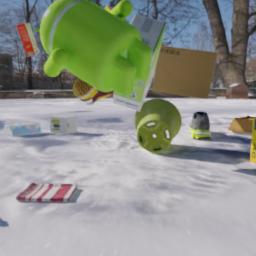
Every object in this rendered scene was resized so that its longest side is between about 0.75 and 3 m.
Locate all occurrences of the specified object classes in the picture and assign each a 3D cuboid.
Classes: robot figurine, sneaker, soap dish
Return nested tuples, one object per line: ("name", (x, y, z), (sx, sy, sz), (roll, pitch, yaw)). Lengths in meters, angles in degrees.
("robot figurine", (-0.761, -1.777, 5.973), (2.578, 2.262, 1.491), (36, -24, 15))
("sneaker", (3.144, -0.208, 12.102), (0.962, 1.054, 2.603), (1, 9, 7))
("soap dish", (5.476, -0.081, 12.238), (1.491, 0.770, 1.896), (8, 11, 43))
("sneaker", (-0.730, -1.951, 10.468), (2.784, 1.043, 1.254), (-36, -24, 6))

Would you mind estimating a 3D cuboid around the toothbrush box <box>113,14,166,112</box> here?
("toothbrush box", (0.278, -1.782, 7.969), (0.930, 1.573, 2.161), (19, -34, 4))

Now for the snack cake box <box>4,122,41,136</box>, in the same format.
("snack cake box", (-4.719, 0.029, 12.549), (0.784, 0.458, 1.363), (6, 11, 42))

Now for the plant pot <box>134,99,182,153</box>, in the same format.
("plant pot", (0.940, 0.034, 9.446), (1.723, 1.723, 1.584), (1, 21, 10))

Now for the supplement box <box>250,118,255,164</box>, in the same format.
("supplement box", (4.653, 0.394, 7.381), (2.329, 1.276, 1.268), (-1, 8, -13))

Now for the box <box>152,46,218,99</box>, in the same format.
("box", (2.431, -2.428, 12.349), (2.547, 2.082, 0.271), (10, 26, 8))

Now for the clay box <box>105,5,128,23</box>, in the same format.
("clay box", (-0.368, -3.701, 9.520), (0.591, 1.028, 0.245), (3, -39, -42))

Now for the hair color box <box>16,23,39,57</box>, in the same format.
("hair color box", (-2.528, -2.227, 7.091), (0.237, 0.773, 0.393), (-12, 23, 3))

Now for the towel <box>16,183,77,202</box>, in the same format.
("towel", (-1.575, 1.263, 5.536), (1.019, 0.116, 0.734), (1, 9, 3))

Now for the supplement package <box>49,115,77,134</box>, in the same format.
("supplement package", (-2.971, -0.168, 12.849), (0.994, 0.755, 0.749), (5, 10, 28))
